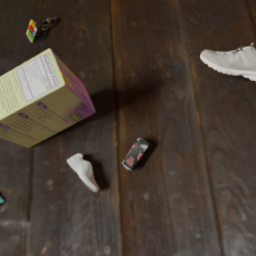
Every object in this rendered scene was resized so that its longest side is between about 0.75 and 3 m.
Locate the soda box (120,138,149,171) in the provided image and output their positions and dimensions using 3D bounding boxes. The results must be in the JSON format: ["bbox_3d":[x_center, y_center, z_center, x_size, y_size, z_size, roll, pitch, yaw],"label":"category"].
[{"bbox_3d":[0.228,0.893,9.497,0.402,0.360,1.136,37,73,-4],"label":"soda box"}]

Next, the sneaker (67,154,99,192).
[{"bbox_3d":[-1.381,1.455,9.236,0.601,0.527,1.500,-37,72,-17],"label":"sneaker"}]

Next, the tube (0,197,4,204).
[{"bbox_3d":[-4.579,2.578,8.928,1.161,0.293,0.450,-41,82,-20],"label":"tube"}]

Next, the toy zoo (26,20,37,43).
[{"bbox_3d":[-3.916,-3.985,11.424,0.084,0.537,0.818,7,69,5],"label":"toy zoo"}]

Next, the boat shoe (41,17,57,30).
[{"bbox_3d":[-3.299,-4.413,11.727,0.295,0.291,0.793,38,73,14],"label":"boat shoe"}]

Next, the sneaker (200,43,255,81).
[{"bbox_3d":[4.101,-2.459,10.062,2.949,1.102,1.209,21,112,24],"label":"sneaker"}]

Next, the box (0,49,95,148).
[{"bbox_3d":[-2.819,-0.757,8.781,2.727,2.399,1.319,-27,70,6],"label":"box"}]
